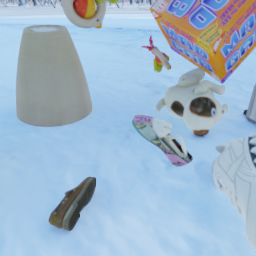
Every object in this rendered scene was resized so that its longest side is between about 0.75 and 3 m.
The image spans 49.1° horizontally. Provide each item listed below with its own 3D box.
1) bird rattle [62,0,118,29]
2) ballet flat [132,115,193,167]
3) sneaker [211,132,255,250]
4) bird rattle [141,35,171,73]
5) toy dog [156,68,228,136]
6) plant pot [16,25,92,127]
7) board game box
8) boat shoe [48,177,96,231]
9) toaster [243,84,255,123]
[{"bbox_3d":[-1.346,-4.028,8.585,2.212,1.803,1.246,-1,10,-42],"label":"bird rattle"},{"bbox_3d":[0.397,0.107,2.911,0.286,0.803,0.278,-26,28,39],"label":"ballet flat"},{"bbox_3d":[2.212,1.086,5.294,1.202,1.114,2.966,-9,23,23],"label":"sneaker"},{"bbox_3d":[1.021,-2.363,9.070,0.690,1.225,0.998,-35,44,0],"label":"bird rattle"},{"bbox_3d":[1.957,-0.719,8.280,2.029,1.460,2.093,-9,30,-8],"label":"toy dog"},{"bbox_3d":[-2.441,-1.774,8.854,2.495,2.664,2.495,1,30,-1],"label":"plant pot"},{"bbox_3d":[2.552,-3.245,8.310,2.342,2.340,2.340,44,6,29],"label":"board game box"},{"bbox_3d":[-1.012,1.317,5.259,0.440,0.466,1.295,9,28,16],"label":"boat shoe"},{"bbox_3d":[4.444,-0.685,8.303,1.145,1.301,2.014,-14,30,-27],"label":"toaster"}]
